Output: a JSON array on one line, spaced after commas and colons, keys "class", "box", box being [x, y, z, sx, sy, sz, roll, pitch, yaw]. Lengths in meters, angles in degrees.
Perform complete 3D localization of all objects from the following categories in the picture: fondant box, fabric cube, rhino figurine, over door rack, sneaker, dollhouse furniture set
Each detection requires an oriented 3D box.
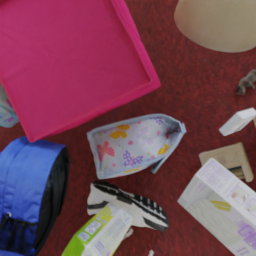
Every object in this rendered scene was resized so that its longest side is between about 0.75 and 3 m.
[{"class": "fondant box", "box": [2.356, 1.982, 6.324, 2.308, 1.665, 0.672, 40, 61, 20]}, {"class": "fabric cube", "box": [-1.163, -1.745, 6.886, 2.941, 2.989, 2.998, -24, 93, 13]}, {"class": "rhino figurine", "box": [4.169, -1.557, 9.699, 1.195, 0.357, 0.523, -41, 71, -2]}, {"class": "over door rack", "box": [-0.084, 4.167, 9.047, 1.471, 0.490, 1.087, -43, 87, 4]}, {"class": "sneaker", "box": [-0.036, 2.726, 9.125, 2.801, 1.032, 1.120, 23, 101, 6]}, {"class": "dollhouse furniture set", "box": [3.906, 0.509, 9.037, 2.836, 1.998, 1.987, -20, 84, 28]}]

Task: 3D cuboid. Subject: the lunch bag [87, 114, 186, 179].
[{"class": "lunch bag", "box": [0.329, 0.588, 8.535, 2.687, 2.279, 1.708, -17, 82, -2]}]

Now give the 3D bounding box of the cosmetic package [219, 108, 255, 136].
[{"class": "cosmetic package", "box": [2.406, -0.133, 6.100, 0.765, 0.577, 0.198, -14, 58, -41]}]

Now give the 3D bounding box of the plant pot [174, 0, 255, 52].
[{"class": "plant pot", "box": [2.416, -3.186, 6.704, 2.323, 1.560, 2.323, 3, 53, -4]}]

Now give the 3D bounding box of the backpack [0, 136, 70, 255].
[{"class": "backpack", "box": [-2.412, 1.403, 6.264, 1.994, 1.931, 2.376, 16, 109, -8]}]

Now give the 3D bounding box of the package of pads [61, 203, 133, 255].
[{"class": "package of pads", "box": [-1.191, 3.736, 7.894, 1.012, 2.292, 2.967, 36, 110, 13]}]

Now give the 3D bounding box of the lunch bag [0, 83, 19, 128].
[{"class": "lunch bag", "box": [-3.187, -1.060, 6.500, 0.749, 1.943, 1.559, -24, 48, 29]}]
